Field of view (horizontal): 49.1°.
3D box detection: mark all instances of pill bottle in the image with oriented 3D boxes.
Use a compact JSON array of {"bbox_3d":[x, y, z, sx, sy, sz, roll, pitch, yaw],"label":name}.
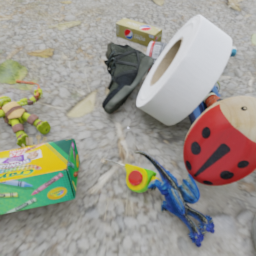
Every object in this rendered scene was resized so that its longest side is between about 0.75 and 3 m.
[{"bbox_3d":[1.543,-2.367,9.719,1.758,1.018,1.018,12,47,11],"label":"pill bottle"}]

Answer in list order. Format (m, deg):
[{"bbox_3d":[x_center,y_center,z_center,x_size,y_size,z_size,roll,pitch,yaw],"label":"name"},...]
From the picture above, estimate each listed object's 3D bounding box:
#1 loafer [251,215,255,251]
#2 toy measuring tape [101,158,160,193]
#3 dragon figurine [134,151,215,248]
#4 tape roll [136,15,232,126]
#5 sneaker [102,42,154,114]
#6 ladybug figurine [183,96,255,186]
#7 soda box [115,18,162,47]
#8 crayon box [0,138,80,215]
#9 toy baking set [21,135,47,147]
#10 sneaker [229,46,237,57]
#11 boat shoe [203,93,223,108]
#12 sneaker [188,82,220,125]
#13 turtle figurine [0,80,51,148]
[{"bbox_3d":[2.763,2.343,5.373,0.634,0.633,1.813,9,46,9],"label":"loafer"},{"bbox_3d":[-0.023,1.153,6.603,1.639,0.603,0.603,10,45,30],"label":"toy measuring tape"},{"bbox_3d":[1.004,1.332,5.718,0.662,2.249,1.118,-31,15,-25],"label":"dragon figurine"},{"bbox_3d":[1.398,-1.521,7.551,1.007,2.880,2.880,31,47,-11],"label":"tape roll"},{"bbox_3d":[-0.368,-1.622,8.626,1.490,0.994,2.601,33,61,-3],"label":"sneaker"},{"bbox_3d":[1.939,0.410,5.735,1.579,2.326,0.837,40,36,14],"label":"ladybug figurine"},{"bbox_3d":[0.418,-3.913,11.519,1.892,0.606,0.641,26,51,23],"label":"soda box"},{"bbox_3d":[-2.349,1.046,5.927,2.509,0.731,1.490,-11,22,-2],"label":"crayon box"},{"bbox_3d":[-2.240,0.567,7.090,0.684,0.104,0.891,-30,89,-38],"label":"toy baking set"},{"bbox_3d":[3.111,-3.052,10.089,0.778,0.821,2.033,5,22,-30],"label":"sneaker"},{"bbox_3d":[2.684,-0.554,7.926,1.498,0.533,0.469,18,31,-44],"label":"boat shoe"},{"bbox_3d":[2.198,-1.009,8.310,1.014,0.912,2.467,-5,44,22],"label":"sneaker"},{"bbox_3d":[-3.244,-0.299,7.865,2.437,0.785,1.966,-30,60,-33],"label":"turtle figurine"}]
